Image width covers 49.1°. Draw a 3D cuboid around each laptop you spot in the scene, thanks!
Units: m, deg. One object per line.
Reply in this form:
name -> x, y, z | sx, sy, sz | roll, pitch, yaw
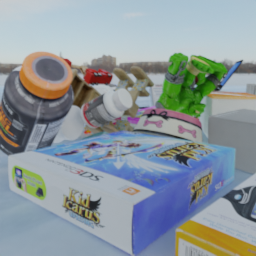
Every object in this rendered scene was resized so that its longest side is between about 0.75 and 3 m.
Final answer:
laptop -> 3.171, -1.986, 10.781 | 2.115, 1.092, 1.875 | 1, 10, 15

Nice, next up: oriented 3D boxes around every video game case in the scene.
video game case -> -0.006, 0.675, 4.677 | 2.597, 0.651, 2.865 | 10, 15, 39

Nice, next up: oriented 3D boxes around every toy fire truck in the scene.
toy fire truck -> -1.386, -1.843, 9.312 | 1.145, 0.396, 1.623 | 36, 26, 24

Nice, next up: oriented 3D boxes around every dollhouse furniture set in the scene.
dollhouse furniture set -> -0.760, -0.856, 7.883 | 2.237, 1.961, 1.486 | 5, -28, 43

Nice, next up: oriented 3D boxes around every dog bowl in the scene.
dog bowl -> 0.969, 0.033, 6.552 | 1.648, 0.608, 1.648 | 15, -8, 2

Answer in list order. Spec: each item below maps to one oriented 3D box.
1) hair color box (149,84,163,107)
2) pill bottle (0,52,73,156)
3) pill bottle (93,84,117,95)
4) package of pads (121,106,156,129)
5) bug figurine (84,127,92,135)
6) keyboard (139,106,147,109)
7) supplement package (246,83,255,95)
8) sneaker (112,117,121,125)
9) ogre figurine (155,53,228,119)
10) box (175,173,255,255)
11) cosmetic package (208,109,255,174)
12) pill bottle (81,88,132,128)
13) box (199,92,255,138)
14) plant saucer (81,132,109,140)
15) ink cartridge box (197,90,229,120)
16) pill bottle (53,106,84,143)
hair color box -> 1.454, -1.326, 12.913 | 0.778, 1.572, 0.477 | -2, -33, -3
pill bottle -> -1.834, -0.383, 5.495 | 1.251, 1.251, 2.356 | -8, -27, -35
pill bottle -> -1.167, -1.490, 13.901 | 1.392, 1.392, 2.446 | 2, 10, 12
package of pads -> 0.979, -0.285, 9.182 | 1.524, 0.673, 1.973 | 7, 17, 43
bug figurine -> -1.531, 0.016, 8.832 | 0.652, 0.216, 0.840 | -10, 32, -32
keyboard -> 1.072, -1.111, 15.099 | 1.061, 0.210, 0.552 | 4, 11, 25
supplement package -> 5.505, -0.729, 9.470 | 2.034, 1.564, 2.127 | -4, 11, -23
sneaker -> -0.212, -0.248, 9.945 | 1.014, 0.412, 0.447 | -1, 2, 21
ogre figurine -> 1.664, -1.100, 7.576 | 1.355, 1.656, 2.762 | 33, 27, 10
box -> 1.836, 1.080, 3.022 | 1.525, 0.531, 2.561 | 10, 12, 42
cosmetic package -> 2.905, 0.322, 5.367 | 1.347, 1.137, 2.521 | -12, 18, -34
pill bottle -> -0.528, -0.500, 6.955 | 1.248, 0.691, 0.691 | -23, -4, 34
box -> 3.171, -0.417, 8.733 | 1.581, 1.239, 2.541 | 1, 11, 7
plant saucer -> -0.957, 0.344, 6.584 | 1.157, 0.158, 1.157 | -23, 10, 4
ink cartridge box -> 3.027, -1.144, 12.582 | 2.113, 1.226, 2.863 | -2, 13, -9
pill bottle -> -2.355, -0.228, 7.863 | 2.154, 1.209, 1.209 | 6, 13, 29
